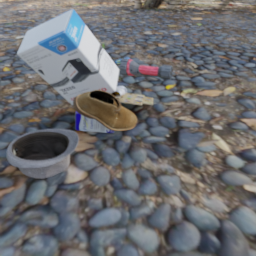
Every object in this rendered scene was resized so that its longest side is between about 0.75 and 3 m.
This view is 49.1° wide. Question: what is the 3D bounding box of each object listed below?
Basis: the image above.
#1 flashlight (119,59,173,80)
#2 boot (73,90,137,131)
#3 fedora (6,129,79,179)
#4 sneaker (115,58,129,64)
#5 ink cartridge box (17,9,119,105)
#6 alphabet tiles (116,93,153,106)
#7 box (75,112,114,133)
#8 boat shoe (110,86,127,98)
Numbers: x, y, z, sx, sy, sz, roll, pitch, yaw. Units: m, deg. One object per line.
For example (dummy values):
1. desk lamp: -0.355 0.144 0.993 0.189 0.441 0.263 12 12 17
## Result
1. flashlight: 0.749 -2.475 11.836 2.197 0.747 0.744 10 40 15
2. boot: -0.523 -0.577 9.725 2.657 1.003 0.978 20 60 -39
3. fedora: -2.630 0.903 8.886 2.231 1.007 1.973 -5 33 -5
4. sneaker: -0.362 -4.201 17.331 0.983 0.348 0.407 -15 42 -17
5. ink cartridge box: -1.985 -2.313 9.959 2.129 2.934 1.228 -13 52 27
6. alphabet tiles: 0.054 -1.283 12.110 2.060 0.078 2.476 8 15 4
7. box: -1.243 -0.544 11.239 1.528 0.801 1.405 4 33 0
8. boat shoe: -0.593 -1.372 11.097 1.244 0.441 0.434 6 41 47
